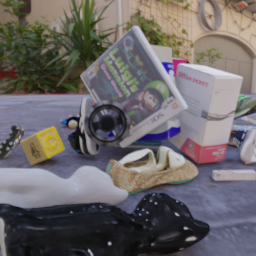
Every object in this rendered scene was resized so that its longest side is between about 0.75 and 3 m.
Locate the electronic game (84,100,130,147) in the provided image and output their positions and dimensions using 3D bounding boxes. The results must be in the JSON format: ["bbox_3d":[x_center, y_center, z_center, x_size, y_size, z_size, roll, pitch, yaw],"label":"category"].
[{"bbox_3d":[-0.490,-0.105,6.629,1.103,1.103,0.230,-1,2,-6],"label":"electronic game"}]

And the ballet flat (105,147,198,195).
[{"bbox_3d":[0.627,0.855,6.179,2.515,0.821,0.887,-7,17,-35],"label":"ballet flat"}]

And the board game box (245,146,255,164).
[{"bbox_3d":[3.741,0.522,7.953,1.365,0.861,0.236,-4,-23,-25],"label":"board game box"}]

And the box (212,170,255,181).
[{"bbox_3d":[2.476,1.112,6.570,0.979,0.203,0.189,-1,10,-1],"label":"box"}]

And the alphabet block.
[{"bbox_3d":[-2.372,0.499,7.776,0.767,0.753,0.749,-22,6,31],"label":"alphabet block"}]

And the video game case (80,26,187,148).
[{"bbox_3d":[0.035,-0.915,6.880,2.050,2.255,0.263,-34,-6,32],"label":"video game case"}]

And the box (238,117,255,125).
[{"bbox_3d":[4.436,-0.293,10.393,0.764,0.158,0.148,17,-10,-20],"label":"box"}]

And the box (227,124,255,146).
[{"bbox_3d":[4.431,0.308,10.177,1.849,0.539,2.701,-6,11,-44],"label":"box"}]

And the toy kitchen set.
[{"bbox_3d":[0.378,-0.828,8.402,1.530,2.597,2.081,2,-13,-5],"label":"toy kitchen set"}]

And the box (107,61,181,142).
[{"bbox_3d":[0.335,-0.667,7.631,1.809,1.967,1.032,-5,9,26],"label":"box"}]

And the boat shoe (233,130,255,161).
[{"bbox_3d":[2.681,0.406,6.601,0.498,0.401,1.074,0,28,41],"label":"boat shoe"}]

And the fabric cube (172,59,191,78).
[{"bbox_3d":[1.775,-1.858,10.191,0.938,0.941,0.924,23,-15,49],"label":"fabric cube"}]

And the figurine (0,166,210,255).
[{"bbox_3d":[-0.721,1.203,3.923,2.735,1.206,2.803,2,6,-41],"label":"figurine"}]

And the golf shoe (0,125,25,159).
[{"bbox_3d":[-3.490,0.479,8.481,0.439,1.137,0.501,14,-27,22],"label":"golf shoe"}]

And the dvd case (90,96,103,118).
[{"bbox_3d":[-0.546,-1.242,9.766,0.289,1.920,2.629,31,10,-27],"label":"dvd case"}]

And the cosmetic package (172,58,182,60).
[{"bbox_3d":[1.489,-2.012,12.089,1.865,1.859,1.146,18,59,32],"label":"cosmetic package"}]

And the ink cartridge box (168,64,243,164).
[{"bbox_3d":[2.026,-0.464,7.831,0.976,2.358,1.728,-4,23,-23],"label":"ink cartridge box"}]

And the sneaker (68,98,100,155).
[{"bbox_3d":[-1.425,-0.016,8.293,0.938,1.677,0.613,-7,-1,31],"label":"sneaker"}]

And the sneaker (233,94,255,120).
[{"bbox_3d":[3.684,-0.878,9.753,0.986,1.137,2.565,-14,-5,-29],"label":"sneaker"}]

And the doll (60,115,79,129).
[{"bbox_3d":[-2.705,-0.331,14.089,1.388,0.493,2.034,-3,10,-6],"label":"doll"}]
